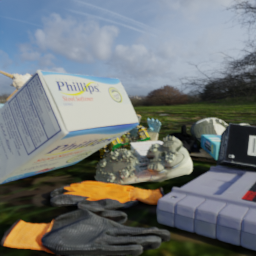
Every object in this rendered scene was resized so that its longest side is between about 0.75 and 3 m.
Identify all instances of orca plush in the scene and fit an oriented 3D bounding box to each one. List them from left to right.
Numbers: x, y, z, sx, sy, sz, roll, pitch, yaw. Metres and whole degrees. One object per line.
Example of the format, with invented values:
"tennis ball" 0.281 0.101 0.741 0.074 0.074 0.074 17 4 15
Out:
"orca plush" 1.804 0.315 9.744 1.232 0.832 2.342 0 2 6

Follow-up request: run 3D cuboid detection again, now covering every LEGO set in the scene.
"LEGO set" -0.269 0.255 8.541 1.683 0.975 1.294 -14 -27 -32

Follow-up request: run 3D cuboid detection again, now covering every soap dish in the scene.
"soap dish" -4.289 -1.038 12.701 1.035 2.005 2.548 28 -27 11

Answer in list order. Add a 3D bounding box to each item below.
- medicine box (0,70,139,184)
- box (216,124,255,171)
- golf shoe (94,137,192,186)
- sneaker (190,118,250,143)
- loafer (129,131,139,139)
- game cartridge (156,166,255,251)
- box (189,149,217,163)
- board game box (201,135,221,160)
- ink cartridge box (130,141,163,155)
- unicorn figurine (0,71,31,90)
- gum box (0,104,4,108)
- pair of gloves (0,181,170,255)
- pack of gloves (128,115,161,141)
"medicine box" -1.526 -0.003 6.327 2.581 1.329 2.351 -31 -13 33
"box" 2.674 0.481 5.922 1.350 0.806 1.372 8 -9 13
"golf shoe" 0.311 0.927 5.908 2.150 0.842 1.045 -14 -39 30
"sneaker" 3.357 0.293 10.551 2.857 1.064 1.209 8 -7 -28
"loafer" 0.352 0.337 12.502 1.205 0.440 0.428 9 -9 5
"game cartridge" 1.944 1.128 4.647 1.833 0.543 2.828 -1 3 35
"box" 2.671 0.851 8.729 1.195 0.156 1.462 4 8 33
"board game box" 3.122 0.569 8.498 1.425 0.443 1.888 0 8 3
"ink cartridge box" 0.629 0.770 7.422 0.997 0.573 1.702 -3 7 -8
"unicorn figurine" -2.239 -0.755 8.454 1.094 2.962 2.035 -12 15 40
"gum box" -3.621 -0.129 10.692 2.835 0.632 2.409 -2 -22 -21
"pair of gloves" -0.451 1.271 4.359 2.126 0.295 2.386 1 7 6
"pack of gloves" 0.435 0.087 9.017 1.115 0.262 1.327 9 -33 3
